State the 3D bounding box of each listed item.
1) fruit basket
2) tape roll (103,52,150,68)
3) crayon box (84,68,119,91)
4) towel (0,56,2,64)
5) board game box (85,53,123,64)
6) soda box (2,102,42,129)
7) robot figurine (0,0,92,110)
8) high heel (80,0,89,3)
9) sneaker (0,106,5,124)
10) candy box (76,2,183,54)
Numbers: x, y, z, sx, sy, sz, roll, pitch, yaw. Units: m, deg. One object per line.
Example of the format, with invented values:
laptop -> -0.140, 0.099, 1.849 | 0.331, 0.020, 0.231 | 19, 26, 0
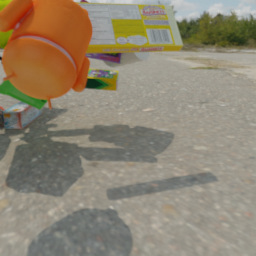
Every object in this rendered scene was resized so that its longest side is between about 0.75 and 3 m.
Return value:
fruit basket -> -3.077, -2.148, 8.044 | 2.878, 2.076, 2.878 | 43, 4, -4
tape roll -> -0.179, -3.253, 10.113 | 1.333, 1.941, 1.941 | -6, 14, 30
crayon box -> -1.027, -1.792, 10.319 | 1.300, 0.439, 1.506 | 6, 24, -1
towel -> -4.265, -2.550, 12.364 | 2.139, 0.384, 2.221 | 25, 12, 18
board game box -> -1.151, -2.868, 8.962 | 2.107, 1.264, 0.340 | 13, 14, 5
soda box -> -4.123, -0.591, 11.046 | 0.708, 0.658, 2.070 | 1, 19, 4
robot figurine -> -1.560, -1.604, 5.523 | 1.428, 1.761, 2.449 | 9, 60, 5
high heel -> -1.451, -3.873, 10.694 | 0.632, 1.876, 0.900 | 13, 63, 26
sneaker -> -5.714, -0.356, 10.060 | 2.486, 0.958, 1.018 | -11, 29, -26
candy box -> 0.028, -2.650, 7.434 | 2.734, 1.397, 0.361 | -5, -21, -17
